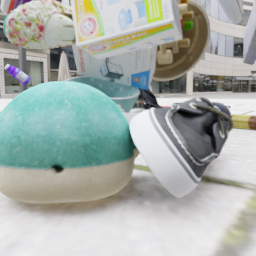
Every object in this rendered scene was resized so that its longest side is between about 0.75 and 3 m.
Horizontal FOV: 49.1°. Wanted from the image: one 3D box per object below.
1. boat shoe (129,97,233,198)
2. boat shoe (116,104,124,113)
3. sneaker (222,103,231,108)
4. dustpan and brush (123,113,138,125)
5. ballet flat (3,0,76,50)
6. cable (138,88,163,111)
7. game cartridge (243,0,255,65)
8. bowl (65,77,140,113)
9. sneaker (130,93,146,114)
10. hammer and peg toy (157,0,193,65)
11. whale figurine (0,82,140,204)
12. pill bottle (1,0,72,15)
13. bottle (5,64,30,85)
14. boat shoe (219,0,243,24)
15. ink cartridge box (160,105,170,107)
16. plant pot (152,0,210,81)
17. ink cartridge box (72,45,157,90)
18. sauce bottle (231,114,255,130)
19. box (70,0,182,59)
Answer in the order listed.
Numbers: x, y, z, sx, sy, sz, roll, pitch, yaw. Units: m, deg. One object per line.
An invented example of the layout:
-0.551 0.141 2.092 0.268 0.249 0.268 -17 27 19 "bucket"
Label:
0.903 0.033 3.748 0.991 1.046 2.991 -38 -11 15 "boat shoe"
-0.472 -0.207 7.049 2.500 0.873 0.886 1 7 7 "boat shoe"
3.145 -0.485 9.619 0.486 0.779 1.320 -2 6 -3 "sneaker"
-0.357 -0.023 6.363 1.605 0.459 1.120 20 40 17 "dustpan and brush"
-1.378 -2.231 6.162 0.905 1.070 2.830 24 29 14 "ballet flat"
0.862 -1.365 11.771 0.677 2.175 2.666 -27 19 0 "cable"
3.717 -2.948 8.087 0.426 1.438 2.219 17 42 9 "game cartridge"
-0.840 -0.736 8.646 2.273 1.189 2.273 7 24 -3 "bowl"
0.144 -1.134 12.842 1.162 1.249 2.893 -2 7 -24 "sneaker"
1.273 -2.904 7.560 0.792 2.245 1.652 4 -29 17 "hammer and peg toy"
-0.760 0.055 3.566 1.896 1.237 2.384 -1 7 -6 "whale figurine"
-2.450 -3.399 7.889 1.940 1.091 1.091 15 0 -26 "pill bottle"
-4.292 -2.090 10.847 0.951 0.310 0.397 38 27 -31 "bottle"
1.758 -2.527 4.741 0.508 1.548 0.557 -29 33 11 "boat shoe"
1.539 -0.831 13.427 0.841 0.487 1.447 0 7 -2 "ink cartridge box"
1.063 -3.506 10.061 2.748 2.748 2.516 -3 39 -23 "plant pot"
-0.374 -2.252 8.340 2.349 1.008 1.720 13 -33 9 "ink cartridge box"
3.749 -0.162 8.528 0.449 0.449 1.359 -4 11 -31 "sauce bottle"
-0.022 -2.204 5.605 1.972 1.109 0.999 -8 -4 19 "box"
